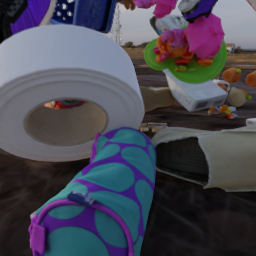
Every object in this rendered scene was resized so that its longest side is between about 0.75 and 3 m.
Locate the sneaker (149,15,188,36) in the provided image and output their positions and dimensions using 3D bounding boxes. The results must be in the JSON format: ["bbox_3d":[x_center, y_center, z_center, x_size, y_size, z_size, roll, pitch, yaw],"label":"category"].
[{"bbox_3d":[2.049,-3.611,9.717,2.949,1.105,1.278,-1,-30,-38],"label":"sneaker"}]

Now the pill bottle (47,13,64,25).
[{"bbox_3d":[-2.571,-3.345,10.177,2.224,1.260,1.260,43,16,-6],"label":"pill bottle"}]

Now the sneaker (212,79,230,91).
[{"bbox_3d":[4.069,-2.253,14.660,2.418,0.891,1.398,-1,13,-9],"label":"sneaker"}]

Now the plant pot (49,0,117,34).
[{"bbox_3d":[-1.396,-4.004,8.870,1.624,1.807,1.807,-6,28,-42],"label":"plant pot"}]

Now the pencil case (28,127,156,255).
[{"bbox_3d":[-0.268,0.791,3.744,1.180,1.087,2.554,21,18,4],"label":"pencil case"}]

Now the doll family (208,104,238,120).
[{"bbox_3d":[3.226,-0.631,9.724,0.693,0.503,1.116,-8,18,-26],"label":"doll family"}]

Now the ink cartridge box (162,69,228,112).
[{"bbox_3d":[2.473,-1.849,11.596,2.189,0.768,2.693,-14,47,-38],"label":"ink cartridge box"}]

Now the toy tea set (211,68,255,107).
[{"bbox_3d":[4.445,-1.797,11.743,1.050,1.688,2.838,-15,24,-35],"label":"toy tea set"}]

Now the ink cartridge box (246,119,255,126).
[{"bbox_3d":[4.212,-0.161,8.317,1.028,0.293,0.836,-11,9,-13],"label":"ink cartridge box"}]

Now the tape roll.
[{"bbox_3d":[-1.121,-0.426,5.116,2.781,2.781,0.973,-4,56,-14],"label":"tape roll"}]

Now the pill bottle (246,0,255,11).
[{"bbox_3d":[3.628,-3.611,7.629,0.686,1.253,0.686,-35,-6,-5],"label":"pill bottle"}]

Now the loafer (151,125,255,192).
[{"bbox_3d":[1.630,0.563,4.714,2.983,1.129,1.019,-1,15,31],"label":"loafer"}]

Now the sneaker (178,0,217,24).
[{"bbox_3d":[1.711,-2.783,6.097,1.298,0.645,0.451,-38,44,5],"label":"sneaker"}]

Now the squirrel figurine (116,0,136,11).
[{"bbox_3d":[0.166,-4.653,9.484,1.149,1.231,0.871,17,9,43],"label":"squirrel figurine"}]

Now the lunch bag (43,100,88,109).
[{"bbox_3d":[-0.976,-0.417,6.957,2.230,1.964,0.914,3,53,-33],"label":"lunch bag"}]

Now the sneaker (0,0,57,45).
[{"bbox_3d":[-2.483,-2.477,6.077,0.925,2.661,1.323,23,8,22],"label":"sneaker"}]

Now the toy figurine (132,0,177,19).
[{"bbox_3d":[0.492,-3.087,6.274,1.573,1.181,1.448,-8,58,-2],"label":"toy figurine"}]

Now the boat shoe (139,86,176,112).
[{"bbox_3d":[0.724,-1.168,10.964,2.661,0.957,0.862,-11,11,-34],"label":"boat shoe"}]

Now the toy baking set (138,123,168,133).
[{"bbox_3d":[0.730,0.004,8.264,0.826,0.125,1.076,10,19,22],"label":"toy baking set"}]

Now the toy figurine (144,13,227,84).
[{"bbox_3d":[1.568,-2.331,7.547,2.494,1.873,2.296,4,-2,9],"label":"toy figurine"}]
